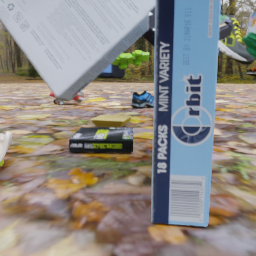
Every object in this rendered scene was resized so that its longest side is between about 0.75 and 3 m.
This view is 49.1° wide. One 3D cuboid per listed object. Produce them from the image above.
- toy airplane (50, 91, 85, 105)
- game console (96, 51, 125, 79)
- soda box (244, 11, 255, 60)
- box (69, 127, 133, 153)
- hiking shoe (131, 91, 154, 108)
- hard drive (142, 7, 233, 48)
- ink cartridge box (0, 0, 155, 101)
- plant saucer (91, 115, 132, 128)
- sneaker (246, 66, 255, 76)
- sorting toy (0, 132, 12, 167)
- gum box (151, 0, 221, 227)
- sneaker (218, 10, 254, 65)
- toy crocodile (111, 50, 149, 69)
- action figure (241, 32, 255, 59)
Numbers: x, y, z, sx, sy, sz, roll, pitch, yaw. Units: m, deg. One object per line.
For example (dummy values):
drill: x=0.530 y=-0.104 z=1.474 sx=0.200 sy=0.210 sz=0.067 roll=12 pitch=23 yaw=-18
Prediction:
toy airplane: x=-3.029 y=-1.863 z=14.613 sx=1.724 sy=1.217 sz=1.717 roll=2 pitch=12 yaw=4
game console: x=-1.353 y=-3.327 z=11.275 sx=2.640 sy=2.322 sz=1.537 roll=2 pitch=-4 yaw=-6
soda box: x=4.531 y=-3.262 z=9.826 sx=0.564 sy=1.649 sz=0.524 roll=17 pitch=-9 yaw=-17
box: x=-0.534 y=0.238 z=6.224 sx=1.302 sy=0.320 sz=1.348 roll=3 pitch=11 yaw=1
hiking shoe: x=0.997 y=-1.362 z=13.168 sx=1.813 sy=0.786 sz=0.674 roll=-7 pitch=13 yaw=-31
hard drive: x=1.209 y=-3.119 z=7.966 sx=2.028 sy=0.549 sz=2.903 roll=-25 pitch=50 yaw=-16
ink cartridge box: x=-0.984 y=-2.423 z=5.217 sx=2.803 sy=2.752 sz=0.607 roll=-39 pitch=-11 yaw=10
plant saucer: x=-0.498 y=-0.195 z=8.632 sx=1.025 sy=0.248 sz=1.025 roll=3 pitch=11 yaw=16
sneaker: x=4.369 y=-1.975 z=9.460 sx=0.307 sy=0.395 sz=0.878 roll=16 pitch=5 yaw=-13
sorting toy: x=-2.500 y=0.444 z=4.430 sx=1.391 sy=0.743 sz=1.252 roll=-4 pitch=4 yaw=-14
gum box: x=0.768 y=-0.435 z=4.091 sx=0.642 sy=2.448 sz=2.882 roll=1 pitch=11 yaw=9
sneaker: x=3.412 y=-3.208 z=9.574 sx=0.974 sy=1.106 sz=2.614 roll=1 pitch=45 yaw=-50
toy crocodile: x=0.069 y=-2.740 z=11.031 sx=1.664 sy=0.562 sz=0.514 roll=-15 pitch=49 yaw=-17
action figure: x=3.632 y=-2.121 z=7.418 sx=0.484 sy=1.046 sz=1.770 roll=-20 pitch=39 yaw=-11
